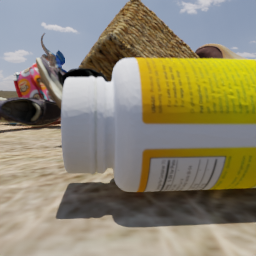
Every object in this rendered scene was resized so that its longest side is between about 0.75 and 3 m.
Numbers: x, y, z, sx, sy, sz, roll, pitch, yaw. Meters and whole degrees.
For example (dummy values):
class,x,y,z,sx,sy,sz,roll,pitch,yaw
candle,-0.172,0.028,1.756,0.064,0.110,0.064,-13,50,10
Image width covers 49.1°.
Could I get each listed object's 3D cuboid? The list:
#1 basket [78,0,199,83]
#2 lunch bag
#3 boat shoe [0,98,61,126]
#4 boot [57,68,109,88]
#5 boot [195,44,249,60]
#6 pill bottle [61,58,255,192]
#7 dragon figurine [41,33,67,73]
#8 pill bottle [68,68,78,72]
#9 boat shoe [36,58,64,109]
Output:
class,x,y,z,sx,sy,sz,roll,pitch,yaw
basket,0.350,-1.540,7.507,2.776,2.068,1.981,36,-43,-17
lunch bag,-3.071,-1.407,10.622,1.059,2.278,2.586,-22,-1,17
boat shoe,-2.924,-0.476,8.438,0.817,0.907,2.523,8,2,37
boot,-0.129,-0.569,5.698,2.372,1.641,0.919,-9,50,6
boot,2.282,-1.367,8.642,2.485,1.081,2.988,-40,34,-3
pill bottle,0.564,-0.032,2.698,2.273,1.242,1.242,0,6,-6
dragon figurine,-2.733,-2.520,10.417,0.565,1.919,0.954,-18,17,18
pill bottle,-2.533,-1.686,13.617,1.306,2.336,1.306,-2,-39,-1
boat shoe,-2.334,-1.510,9.132,0.715,2.208,0.794,-25,-29,-21
